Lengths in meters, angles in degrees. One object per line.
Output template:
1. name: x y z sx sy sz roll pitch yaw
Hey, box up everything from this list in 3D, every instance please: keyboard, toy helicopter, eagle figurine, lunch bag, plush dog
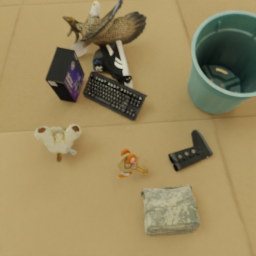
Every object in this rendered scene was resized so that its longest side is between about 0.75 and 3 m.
1. keyboard: -0.468 -1.324 9.916 2.314 0.297 1.389 27 96 19
2. toy helicopter: 0.151 1.166 8.043 0.769 1.162 0.458 -59 37 0
3. eagle figurine: -1.057 -3.898 10.787 2.904 2.192 2.204 16 57 26
4. lunch bag: 1.120 2.171 7.566 1.471 1.025 1.234 -4 57 -3
5. plush dog: -2.158 0.340 8.643 1.357 1.089 1.166 -5 22 -16

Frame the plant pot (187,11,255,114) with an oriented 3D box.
1. plant pot: 3.094 -1.741 8.903 2.655 2.600 2.655 0 74 2

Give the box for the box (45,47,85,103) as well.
1. box: -2.106 -1.758 9.628 0.682 1.731 1.221 11 75 6

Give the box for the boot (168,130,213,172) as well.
1. boot: 1.872 0.704 8.982 1.316 0.432 1.085 -23 57 -10

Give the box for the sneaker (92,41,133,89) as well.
1. sneaker: -0.661 -2.198 10.792 1.345 0.879 2.405 -16 60 6
